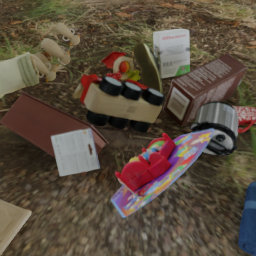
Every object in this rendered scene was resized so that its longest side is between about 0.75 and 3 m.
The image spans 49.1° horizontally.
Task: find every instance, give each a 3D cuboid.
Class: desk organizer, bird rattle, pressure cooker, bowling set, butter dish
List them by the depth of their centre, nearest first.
[{"bbox_3d":[-1.923,0.090,7.058,2.640,0.947,1.016,24,74,30],"label":"desk organizer"},{"bbox_3d":[2.170,0.079,7.064,1.096,1.114,1.247,1,47,25],"label":"pressure cooker"},{"bbox_3d":[-0.213,-1.960,9.671,1.192,0.971,0.671,-7,21,-23],"label":"bird rattle"},{"bbox_3d":[-2.660,-2.627,10.297,1.139,1.477,2.122,40,78,-10],"label":"bowling set"},{"bbox_3d":[-0.481,-2.436,10.417,0.771,0.773,0.572,-12,78,-50],"label":"butter dish"}]

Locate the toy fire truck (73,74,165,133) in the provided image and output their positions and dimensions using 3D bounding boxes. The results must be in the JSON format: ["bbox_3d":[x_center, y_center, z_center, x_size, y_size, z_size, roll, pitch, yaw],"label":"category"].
[{"bbox_3d":[-0.515,-0.907,8.005,2.118,1.548,2.406,8,29,-36],"label":"toy fire truck"}]

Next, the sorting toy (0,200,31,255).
[{"bbox_3d":[-3.119,2.079,5.397,1.901,0.347,1.760,12,39,16],"label":"sorting toy"}]

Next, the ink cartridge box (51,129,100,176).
[{"bbox_3d":[-1.037,0.483,5.593,0.843,0.827,0.182,-11,4,5],"label":"ink cartridge box"}]

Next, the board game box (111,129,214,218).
[{"bbox_3d":[0.400,0.607,5.410,2.147,2.717,0.529,-42,93,-11],"label":"board game box"}]

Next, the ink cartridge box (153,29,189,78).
[{"bbox_3d":[1.516,-2.616,9.777,1.105,1.514,0.636,-11,27,-10],"label":"ink cartridge box"}]

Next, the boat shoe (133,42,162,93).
[{"bbox_3d":[0.788,-1.944,9.295,0.627,0.682,1.909,-13,80,-45],"label":"boat shoe"}]

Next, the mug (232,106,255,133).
[{"bbox_3d":[3.187,-0.250,8.011,0.907,0.605,0.805,-3,83,-13],"label":"mug"}]

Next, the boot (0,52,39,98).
[{"bbox_3d":[-4.071,-1.898,9.069,2.097,0.977,2.712,-27,50,-9],"label":"boot"}]

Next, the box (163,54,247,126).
[{"bbox_3d":[2.309,-1.185,8.397,2.462,1.233,0.923,-27,59,-28],"label":"box"}]

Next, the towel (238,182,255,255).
[{"bbox_3d":[2.816,1.823,5.666,0.937,0.407,1.678,17,44,19],"label":"towel"}]
